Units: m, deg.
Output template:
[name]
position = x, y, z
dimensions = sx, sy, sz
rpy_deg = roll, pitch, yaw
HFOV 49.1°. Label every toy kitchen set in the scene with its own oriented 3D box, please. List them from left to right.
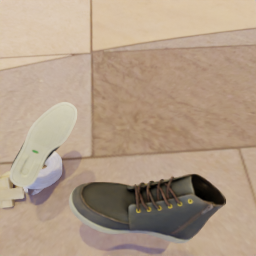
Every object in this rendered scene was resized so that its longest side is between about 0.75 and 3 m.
[toy kitchen set]
position = -3.078, 1.643, 7.644
dimensions = 0.647, 0.716, 0.793
rpy_deg = -5, 98, 0

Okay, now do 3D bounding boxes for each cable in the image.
[cable]
position = -2.462, 1.082, 7.697
dimensions = 1.280, 0.443, 1.280
rpy_deg = -27, 53, -38

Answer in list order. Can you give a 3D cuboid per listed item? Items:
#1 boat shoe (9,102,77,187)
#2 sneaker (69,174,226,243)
[boat shoe]
position = -1.916, 0.285, 6.289
dimensions = 0.760, 0.716, 2.117
rpy_deg = 35, 94, -18
[sneaker]
position = 0.320, 1.114, 4.593
dimensions = 2.368, 1.258, 0.886
rpy_deg = 16, 39, -18
